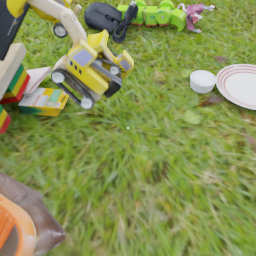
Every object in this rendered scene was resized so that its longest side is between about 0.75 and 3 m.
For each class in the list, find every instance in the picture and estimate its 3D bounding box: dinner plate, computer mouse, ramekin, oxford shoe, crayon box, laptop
[{"bbox_3d":[3.690,-1.206,8.387,2.120,0.257,2.120,-1,48,1],"label":"dinner plate"},{"bbox_3d":[-0.853,-4.232,10.553,2.295,0.605,1.589,26,88,29],"label":"computer mouse"},{"bbox_3d":[2.238,-1.371,8.461,0.770,0.359,0.770,0,47,0],"label":"ramekin"},{"bbox_3d":[-1.822,1.105,4.096,2.288,0.816,0.834,30,9,36],"label":"oxford shoe"},{"bbox_3d":[-2.291,-0.736,7.875,1.274,0.329,0.801,5,47,9],"label":"crayon box"},{"bbox_3d":[-2.617,-2.266,4.559,1.841,0.951,1.632,29,95,21],"label":"laptop"}]

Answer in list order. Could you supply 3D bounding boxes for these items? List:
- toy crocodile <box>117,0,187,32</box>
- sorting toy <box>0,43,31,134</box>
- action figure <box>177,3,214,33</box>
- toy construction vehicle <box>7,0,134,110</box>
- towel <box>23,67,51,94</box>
[{"bbox_3d":[0.836,-4.390,10.967,2.900,0.895,0.979,8,47,13],"label":"toy crocodile"},{"bbox_3d":[-4.092,-0.703,7.095,2.838,0.994,2.856,-8,47,14],"label":"sorting toy"},{"bbox_3d":[2.413,-4.313,10.490,1.240,1.116,1.665,27,31,-1],"label":"action figure"},{"bbox_3d":[-0.805,-1.637,5.288,0.923,2.620,2.281,-33,28,25],"label":"toy construction vehicle"},{"bbox_3d":[-3.014,-1.354,8.284,1.254,0.202,1.197,-1,42,31],"label":"towel"}]
